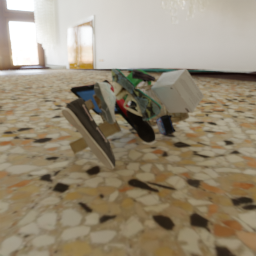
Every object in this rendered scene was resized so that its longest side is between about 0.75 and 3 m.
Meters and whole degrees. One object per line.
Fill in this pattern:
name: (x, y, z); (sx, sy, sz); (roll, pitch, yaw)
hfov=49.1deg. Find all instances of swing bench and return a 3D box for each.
swing bench: (1.712, -1.318, 14.164); (2.168, 2.156, 1.407); (-4, -12, -21)

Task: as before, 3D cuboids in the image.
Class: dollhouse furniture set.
dollhouse furniture set: (-1.565, -0.211, 11.168); (2.013, 1.780, 1.119); (-26, -1, -4)

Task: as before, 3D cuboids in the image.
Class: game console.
game console: (-0.839, -0.665, 12.094); (1.652, 2.784, 2.399); (-33, 59, 8)

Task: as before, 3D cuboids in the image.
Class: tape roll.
tape roll: (0.234, -1.748, 14.523); (0.620, 2.581, 2.581); (33, 29, 18)

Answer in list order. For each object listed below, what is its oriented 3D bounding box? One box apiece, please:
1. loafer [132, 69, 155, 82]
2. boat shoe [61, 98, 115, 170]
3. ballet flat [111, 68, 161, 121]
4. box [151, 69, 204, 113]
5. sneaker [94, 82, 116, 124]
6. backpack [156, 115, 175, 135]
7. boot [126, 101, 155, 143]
loafer: (0.536, -1.817, 10.110); (1.072, 0.338, 0.385); (12, 9, -42)
boat shoe: (-1.066, 0.199, 9.130); (0.753, 2.643, 0.884); (-44, 21, -25)
ballet flat: (0.018, -1.140, 9.622); (0.932, 0.932, 2.510); (-16, 49, -42)
box: (1.751, -1.277, 10.024); (0.851, 1.295, 1.301); (-50, 25, -20)
sneaker: (-0.679, -0.933, 10.084); (0.652, 1.627, 0.572); (-10, -13, -35)
backpack: (1.643, -0.123, 12.484); (0.654, 0.887, 0.972); (-16, 1, -1)
boot: (0.533, -0.419, 10.619); (0.647, 1.769, 1.332); (-24, 32, 22)
